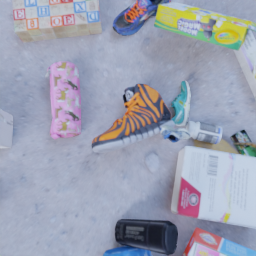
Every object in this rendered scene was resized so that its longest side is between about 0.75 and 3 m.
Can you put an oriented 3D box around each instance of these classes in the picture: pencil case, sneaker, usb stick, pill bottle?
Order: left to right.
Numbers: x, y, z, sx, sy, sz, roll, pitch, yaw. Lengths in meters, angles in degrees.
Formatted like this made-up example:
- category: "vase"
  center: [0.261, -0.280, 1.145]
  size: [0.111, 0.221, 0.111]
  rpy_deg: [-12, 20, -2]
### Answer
- category: "pencil case"
  center: [-1.953, -0.813, 8.573]
  size: [1.000, 0.957, 2.310]
  rpy_deg: [-4, 83, -11]
- category: "sneaker"
  center: [-0.018, -0.330, 8.087]
  size: [2.822, 1.095, 1.581]
  rpy_deg: [-20, 86, -37]
- category: "sneaker"
  center: [0.410, -3.864, 9.053]
  size: [2.233, 0.876, 0.841]
  rpy_deg: [-39, 83, -5]
- category: "usb stick"
  center: [0.363, 2.737, 7.213]
  size: [0.427, 2.617, 0.726]
  rpy_deg: [12, 70, -26]
- category: "sneaker"
  center: [1.359, 0.253, 7.975]
  size: [0.994, 0.383, 0.423]
  rpy_deg: [10, 47, -25]
- category: "sneaker"
  center: [1.657, -0.796, 8.814]
  size: [0.582, 0.566, 1.462]
  rpy_deg: [7, 83, 10]
- category: "pill bottle"
  center: [2.325, 0.123, 8.655]
  size: [1.003, 0.570, 0.570]
  rpy_deg: [14, 82, 2]

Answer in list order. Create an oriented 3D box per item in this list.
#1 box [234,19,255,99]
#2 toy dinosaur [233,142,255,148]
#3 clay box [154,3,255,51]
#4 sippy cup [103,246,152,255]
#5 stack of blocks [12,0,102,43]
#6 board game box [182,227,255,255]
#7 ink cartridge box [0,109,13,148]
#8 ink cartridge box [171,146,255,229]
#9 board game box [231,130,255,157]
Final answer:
- category: "box"
  center: [3.983, -2.035, 8.943]
  size: [0.552, 0.591, 2.852]
  rpy_deg: [-21, 82, 1]
- category: "toy dinosaur"
  center: [4.272, 0.785, 8.565]
  size: [0.955, 0.543, 1.798]
  rpy_deg: [-43, 86, -6]
- category: "clay box"
  center: [2.393, -2.963, 8.153]
  size: [2.864, 1.646, 0.682]
  rpy_deg: [24, 123, 17]
- category: "sippy cup"
  center: [0.052, 4.177, 7.570]
  size: [2.420, 1.900, 1.774]
  rpy_deg: [-6, 71, -10]
- category: "stack of blocks"
  center: [-2.272, -3.799, 9.087]
  size: [2.662, 0.780, 1.533]
  rpy_deg: [-7, 82, -1]
- category: "board game box"
  center: [2.253, 4.011, 7.370]
  size: [1.921, 0.506, 2.510]
  rpy_deg: [20, 118, 9]
- category: "ink cartridge box"
  center: [-4.930, 0.056, 7.983]
  size: [2.614, 1.909, 1.102]
  rpy_deg: [-3, 81, 0]
- category: "ink cartridge box"
  center: [2.710, 1.729, 8.096]
  size: [2.637, 1.129, 1.946]
  rpy_deg: [11, 76, 0]
- category: "board game box"
  center: [3.682, 0.562, 8.835]
  size: [0.486, 0.109, 0.927]
  rpy_deg: [-26, 83, -6]
